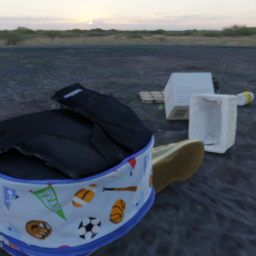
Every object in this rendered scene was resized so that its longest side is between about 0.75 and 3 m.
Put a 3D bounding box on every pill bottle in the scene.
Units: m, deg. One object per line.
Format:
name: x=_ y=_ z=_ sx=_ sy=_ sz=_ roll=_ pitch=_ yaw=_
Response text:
pill bottle: x=4.735 y=-1.201 z=11.361 sx=0.830 sy=0.465 sz=0.465 roll=-18 pitch=27 yaw=-39

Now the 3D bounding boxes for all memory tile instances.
memory tile: x=1.513 y=-1.354 z=12.214 sx=1.999 sy=0.168 sz=1.532 roll=-1 pitch=21 yaw=-6

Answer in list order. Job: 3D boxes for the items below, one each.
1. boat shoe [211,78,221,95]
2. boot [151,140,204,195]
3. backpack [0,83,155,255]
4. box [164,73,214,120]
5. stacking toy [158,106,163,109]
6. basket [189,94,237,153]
boat shoe: x=3.769 y=-1.817 z=12.671 sx=0.797 sy=0.706 sz=2.178 roll=4 pitch=21 yaw=9
boot: x=0.379 y=0.611 z=5.888 sx=2.188 sy=0.796 sz=1.701 roll=-22 pitch=25 yaw=-35
backpack: x=-0.957 y=0.659 z=4.026 sx=2.602 sy=2.104 sz=2.732 roll=5 pitch=25 yaw=39
box: x=1.944 y=-1.001 z=9.132 sx=1.316 sy=1.127 sz=1.309 roll=-2 pitch=-18 yaw=-5
stacking toy: x=1.625 y=-0.759 z=10.611 sx=0.617 sy=0.192 sz=0.819 roll=13 pitch=26 yaw=36
basket: x=2.203 y=-0.182 z=7.192 sx=0.965 sy=1.423 sz=0.878 roll=10 pitch=17 yaw=43
